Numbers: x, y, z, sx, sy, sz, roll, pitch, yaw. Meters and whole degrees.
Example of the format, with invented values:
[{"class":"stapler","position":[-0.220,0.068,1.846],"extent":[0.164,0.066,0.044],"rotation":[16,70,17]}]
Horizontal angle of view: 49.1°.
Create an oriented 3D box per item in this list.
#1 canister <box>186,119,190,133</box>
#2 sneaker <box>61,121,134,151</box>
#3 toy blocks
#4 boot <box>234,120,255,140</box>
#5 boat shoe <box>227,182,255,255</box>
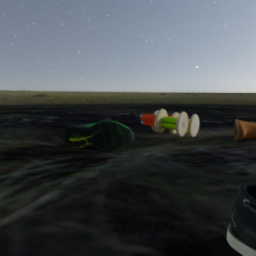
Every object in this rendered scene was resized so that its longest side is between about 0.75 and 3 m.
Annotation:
[{"class":"canister","position":[2.607,-0.140,13.376],"extent":[1.067,0.622,1.436],"rotation":[-1,9,-11]},{"class":"sneaker","position":[-0.924,0.185,9.297],"extent":[2.482,0.968,1.057],"rotation":[3,7,25]},{"class":"toy blocks","position":[1.286,-0.260,11.144],"extent":[2.487,0.903,2.072],"rotation":[9,2,34]},{"class":"boot","position":[5.037,0.073,10.876],"extent":[1.653,0.787,2.137],"rotation":[3,8,27]},{"class":"boat shoe","position":[2.095,1.084,2.516],"extent":[0.953,0.846,2.551],"rotation":[-4,8,-31]}]
